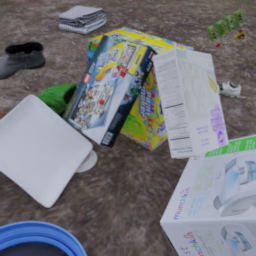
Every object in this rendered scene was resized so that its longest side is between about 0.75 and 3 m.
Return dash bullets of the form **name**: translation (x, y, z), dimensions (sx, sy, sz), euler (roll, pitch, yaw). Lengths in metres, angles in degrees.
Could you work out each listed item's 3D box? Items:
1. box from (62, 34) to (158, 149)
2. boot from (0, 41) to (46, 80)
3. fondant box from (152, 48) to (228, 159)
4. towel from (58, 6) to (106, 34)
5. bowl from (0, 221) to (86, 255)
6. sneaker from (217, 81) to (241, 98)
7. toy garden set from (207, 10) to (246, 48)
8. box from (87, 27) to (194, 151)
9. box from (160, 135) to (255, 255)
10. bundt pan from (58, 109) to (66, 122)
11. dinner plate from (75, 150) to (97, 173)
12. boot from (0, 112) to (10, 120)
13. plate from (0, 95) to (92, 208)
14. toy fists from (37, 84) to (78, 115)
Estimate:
- **box**: translation (-0.521, -0.989, 7.063), dimensions (1.732, 2.536, 0.478), euler (30, 4, 42)
- **boot**: translation (-3.327, -1.967, 7.929), dimensions (1.919, 0.670, 1.264), euler (-22, -2, -11)
- **fondant box**: translation (1.266, -0.487, 5.498), dimensions (0.565, 1.940, 1.400), euler (-11, -1, 43)
- **towel**: translation (-3.086, -7.375, 18.811), dimensions (2.263, 1.169, 2.733), euler (19, 41, 24)
- **bowl**: translation (-2.148, 3.197, 5.317), dimensions (2.937, 0.577, 2.937), euler (0, 37, 0)
- **sneaker**: translation (4.016, -1.719, 11.799), dimensions (1.418, 0.628, 0.525), euler (10, 40, 15)
- **toy garden set**: translation (2.552, -2.412, 7.117), dimensions (0.896, 0.747, 0.179), euler (-29, 33, 7)
- **box**: translation (0.321, -1.378, 9.359), dimensions (2.867, 2.977, 1.816), euler (28, 45, 32)
- **box**: translation (2.422, 1.472, 6.049), dimensions (2.468, 1.352, 2.797), euler (-15, 21, 37)
- **bundt pan**: translation (-2.455, -0.345, 10.107), dimensions (0.819, 0.307, 0.819), euler (-16, 36, 12)
- **dinner plate**: translation (-1.544, 0.934, 8.692), dimensions (1.145, 0.139, 1.145), euler (1, 37, -1)
- **boot**: translation (-5.061, 0.003, 9.319), dimensions (2.533, 0.867, 2.385), euler (8, 38, 12)
- **plate**: translation (-2.542, 0.585, 7.878), dimensions (2.488, 0.403, 2.494), euler (41, 46, -10)
- **toy fists**: translation (-2.778, -0.629, 9.677), dimensions (1.316, 0.888, 2.582), euler (7, 46, 30)
